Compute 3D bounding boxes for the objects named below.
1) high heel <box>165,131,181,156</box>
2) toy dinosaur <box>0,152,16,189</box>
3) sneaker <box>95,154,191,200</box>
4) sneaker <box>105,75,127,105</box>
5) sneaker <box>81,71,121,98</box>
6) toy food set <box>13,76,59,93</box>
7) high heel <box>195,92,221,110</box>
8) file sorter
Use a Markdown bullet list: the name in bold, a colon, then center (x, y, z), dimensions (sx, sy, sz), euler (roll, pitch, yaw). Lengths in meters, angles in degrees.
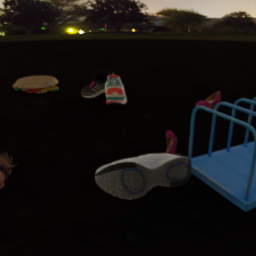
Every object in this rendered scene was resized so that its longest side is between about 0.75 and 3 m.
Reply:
- **high heel**: center (1.095, 0.477, 7.644), dimensions (0.496, 0.348, 1.031), euler (5, 47, -24)
- **toy dinosaur**: center (-3.014, 1.093, 6.181), dimensions (1.207, 0.764, 1.781), euler (-5, 27, -28)
- **sneaker**: center (0.306, 1.028, 6.442), dimensions (2.268, 0.845, 0.988), euler (-2, 10, -23)
- **sneaker**: center (-0.507, -1.625, 11.839), dimensions (0.904, 1.200, 2.567), euler (0, 10, -1)
- **sneaker**: center (-1.402, -2.072, 12.970), dimensions (2.116, 0.926, 0.781), euler (-14, 39, 28)
- **toy food set**: center (-4.820, -2.272, 14.697), dimensions (2.270, 0.552, 2.247), euler (-12, 25, -27)
- **high heel**: center (3.199, -1.124, 11.102), dimensions (1.563, 0.750, 0.526), euler (0, 12, -40)
- **file sorter**: center (3.153, 0.308, 6.677), dimensions (2.895, 1.776, 2.009), euler (-10, 25, -26)
